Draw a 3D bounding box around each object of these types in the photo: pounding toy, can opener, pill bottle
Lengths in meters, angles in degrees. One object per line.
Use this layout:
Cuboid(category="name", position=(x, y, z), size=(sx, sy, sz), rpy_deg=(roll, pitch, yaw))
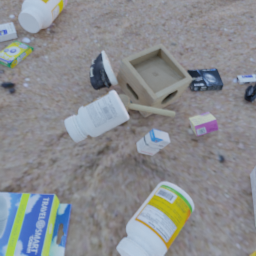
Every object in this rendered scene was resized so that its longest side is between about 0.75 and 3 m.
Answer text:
Cuboid(category="pounding toy", position=(0.608, -1.067, 9.228), size=(2.831, 1.295, 2.488), rpy_deg=(-29, 72, -26))
Cuboid(category="can opener", position=(4.783, -1.396, 10.470), size=(0.454, 0.563, 1.433), rpy_deg=(33, 49, 32))
Cuboid(category="pill bottle", position=(-0.841, -0.265, 7.427), size=(1.546, 0.884, 0.884), rpy_deg=(-28, 55, 4))
Cuboid(category="pill bottle", position=(-3.990, -5.634, 13.094), size=(1.425, 1.425, 2.733), rpy_deg=(13, 53, 10))
Cuboid(category="pill bottle", position=(0.670, 2.453, 7.021), size=(1.130, 1.130, 2.034), rpy_deg=(32, 59, 22))

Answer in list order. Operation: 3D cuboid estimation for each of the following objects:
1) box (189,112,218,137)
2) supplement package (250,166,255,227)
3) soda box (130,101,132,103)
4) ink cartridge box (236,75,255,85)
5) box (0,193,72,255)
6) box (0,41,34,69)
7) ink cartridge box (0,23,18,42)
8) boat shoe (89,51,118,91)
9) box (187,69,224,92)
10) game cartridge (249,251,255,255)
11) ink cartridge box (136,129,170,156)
Cuboid(category="box", position=(2.445, -0.129, 9.135), size=(0.714, 0.392, 0.812), rpy_deg=(-18, 19, 5))
Cuboid(category="supplement package", position=(4.178, 1.865, 7.627), size=(1.271, 0.905, 1.632), rpy_deg=(7, 54, 6))
Cuboid(category="soda box", position=(0.712, -1.292, 10.355), size=(1.344, 0.460, 0.427), rpy_deg=(-5, 50, -5))
Cuboid(category="ink cartridge box", position=(4.710, -1.912, 11.041), size=(0.753, 0.148, 0.374), rpy_deg=(-5, 52, -2))
Cuboid(category="box", position=(-3.069, 2.609, 7.211), size=(2.911, 0.694, 1.775), rpy_deg=(1, 53, 2))
Cuboid(category="box", position=(-4.788, -3.179, 11.899), size=(0.853, 0.352, 1.455), rpy_deg=(23, 54, 17))
Cuboid(category="ink cartridge box", position=(-6.096, -4.233, 12.710), size=(1.942, 0.360, 0.919), rpy_deg=(-18, 55, -16))
Cuboid(category="boat shoe", position=(-0.981, -2.019, 10.034), size=(0.834, 1.022, 2.765), rpy_deg=(-23, 30, 3))
Cuboid(category="box", position=(2.978, -1.877, 10.936), size=(1.219, 0.265, 0.976), rpy_deg=(-3, 52, -2))
Cuboid(category="game cartridge", position=(3.143, 4.051, 6.369), size=(1.595, 0.293, 1.809), rpy_deg=(-31, 61, -22))
Cuboid(category="ink cartridge box", position=(0.759, 0.458, 8.639), size=(0.626, 0.858, 0.361), rpy_deg=(17, 47, -34))
